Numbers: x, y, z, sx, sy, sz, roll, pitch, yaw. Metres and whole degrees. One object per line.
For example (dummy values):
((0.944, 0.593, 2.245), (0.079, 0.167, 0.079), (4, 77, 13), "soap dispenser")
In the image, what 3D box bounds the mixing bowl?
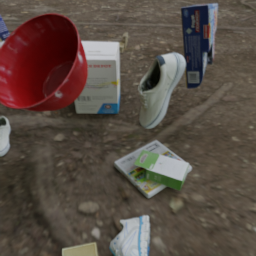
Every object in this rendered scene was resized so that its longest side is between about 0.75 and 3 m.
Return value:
((-2.277, -1.589, 8.125), (2.898, 1.569, 2.898), (-8, 68, 21), "mixing bowl")

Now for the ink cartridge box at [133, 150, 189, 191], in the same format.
((1.023, 1.288, 8.743), (1.559, 0.462, 0.809), (16, 40, 18), "ink cartridge box")

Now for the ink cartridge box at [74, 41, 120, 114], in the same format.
((-1.299, -2.122, 11.809), (1.854, 2.518, 1.821), (2, 38, 1), "ink cartridge box")

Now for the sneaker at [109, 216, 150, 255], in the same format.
((0.015, 3.081, 6.624), (0.978, 0.846, 2.257), (-2, 29, 7), "sneaker")

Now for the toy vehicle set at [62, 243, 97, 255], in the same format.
((-1.090, 3.426, 6.559), (0.849, 0.181, 1.367), (-7, 38, -9), "toy vehicle set")

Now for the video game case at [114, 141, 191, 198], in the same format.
((0.811, 1.286, 9.314), (1.927, 0.221, 1.753), (-25, 44, -30), "video game case")

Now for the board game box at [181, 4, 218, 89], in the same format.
((2.590, -3.201, 9.776), (0.840, 2.723, 2.721), (4, 38, 23), "board game box")

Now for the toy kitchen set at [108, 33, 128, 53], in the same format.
((-0.428, -3.819, 12.086), (0.730, 0.661, 0.810), (16, 58, 6), "toy kitchen set")

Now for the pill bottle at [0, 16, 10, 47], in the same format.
((-4.666, -3.146, 9.399), (1.223, 2.202, 1.223), (-17, 25, 8), "pill bottle")

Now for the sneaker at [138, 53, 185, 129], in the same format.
((0.723, -1.080, 8.522), (0.967, 2.732, 0.998), (-3, 44, -27), "sneaker")

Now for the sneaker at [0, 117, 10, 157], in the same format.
((-4.728, 0.281, 10.238), (0.683, 0.662, 1.870), (-10, 39, -12), "sneaker")
